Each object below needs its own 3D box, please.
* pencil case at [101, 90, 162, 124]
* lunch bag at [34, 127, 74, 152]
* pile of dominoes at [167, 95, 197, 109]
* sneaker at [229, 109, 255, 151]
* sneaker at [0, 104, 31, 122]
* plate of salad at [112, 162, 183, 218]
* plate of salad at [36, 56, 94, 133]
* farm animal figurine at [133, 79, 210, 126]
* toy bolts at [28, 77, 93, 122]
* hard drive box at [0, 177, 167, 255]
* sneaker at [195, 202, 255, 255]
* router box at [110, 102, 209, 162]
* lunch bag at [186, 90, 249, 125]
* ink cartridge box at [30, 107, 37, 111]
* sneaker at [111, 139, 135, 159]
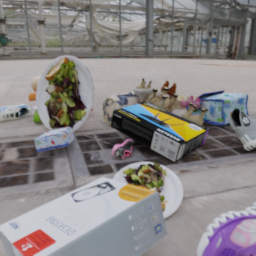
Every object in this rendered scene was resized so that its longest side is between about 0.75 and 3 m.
[{"bbox_3d":[0.212,-0.940,12.243,2.912,1.302,1.133,-14,51,-36],"label":"pencil case"},{"bbox_3d":[-2.334,0.358,8.854,1.092,0.515,1.363,-13,8,2],"label":"lunch bag"},{"bbox_3d":[2.882,-1.616,15.311,2.337,0.477,2.999,2,19,8],"label":"pile of dominoes"},{"bbox_3d":[4.052,-0.258,9.335,0.808,1.244,2.154,-43,-3,42],"label":"sneaker"},{"bbox_3d":[-5.045,-0.626,12.109,0.638,0.632,1.760,22,31,33],"label":"sneaker"},{"bbox_3d":[0.383,1.270,6.031,1.592,0.382,1.592,-2,40,1],"label":"plate of salad"},{"bbox_3d":[-2.413,-1.170,9.954,2.850,2.850,0.685,11,5,30],"label":"plate of salad"},{"bbox_3d":[1.667,-0.820,11.373,2.506,1.321,2.533,1,34,-34],"label":"farm animal figurine"},{"bbox_3d":[-2.617,-1.406,11.834,2.484,1.803,2.600,-1,12,43],"label":"toy bolts"},{"bbox_3d":[-0.685,1.591,4.310,2.023,0.777,1.576,-21,13,-37],"label":"hard drive box"},{"bbox_3d":[1.978,1.817,4.377,2.145,0.863,0.948,-10,28,-32],"label":"sneaker"},{"bbox_3d":[1.020,-0.003,9.263,2.619,0.669,1.954,27,29,31],"label":"router box"},{"bbox_3d":[3.797,-0.909,12.039,1.735,1.300,2.041,-12,12,-32],"label":"lunch bag"},{"bbox_3d":[-3.410,-0.840,13.096,2.008,0.394,0.999,-11,21,-35],"label":"ink cartridge box"},{"bbox_3d":[-0.043,0.683,8.562,0.500,0.414,1.048,30,30,25],"label":"sneaker"}]
